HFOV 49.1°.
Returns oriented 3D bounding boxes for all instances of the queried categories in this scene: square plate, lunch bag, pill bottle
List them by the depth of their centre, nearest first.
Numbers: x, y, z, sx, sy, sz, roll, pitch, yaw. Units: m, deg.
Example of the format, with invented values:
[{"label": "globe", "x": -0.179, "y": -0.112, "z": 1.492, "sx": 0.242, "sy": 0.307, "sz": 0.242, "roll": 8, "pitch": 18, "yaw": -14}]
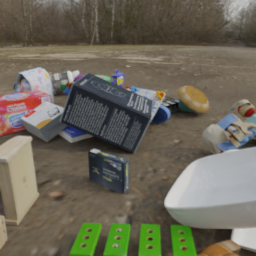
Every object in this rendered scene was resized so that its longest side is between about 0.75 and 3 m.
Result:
[{"label": "square plate", "x": 3.133, "y": 2.075, "z": 5.701, "sx": 1.828, "sy": 0.260, "sz": 1.811, "roll": 10, "pitch": 24, "yaw": 23}, {"label": "lunch bag", "x": -4.450, "y": -1.754, "z": 13.180, "sx": 1.245, "sy": 1.959, "sz": 1.661, "roll": 6, "pitch": 23, "yaw": 16}, {"label": "pill bottle", "x": -3.713, "y": -2.608, "z": 16.069, "sx": 1.981, "sy": 1.120, "sz": 1.120, "roll": -14, "pitch": 23, "yaw": -7}]

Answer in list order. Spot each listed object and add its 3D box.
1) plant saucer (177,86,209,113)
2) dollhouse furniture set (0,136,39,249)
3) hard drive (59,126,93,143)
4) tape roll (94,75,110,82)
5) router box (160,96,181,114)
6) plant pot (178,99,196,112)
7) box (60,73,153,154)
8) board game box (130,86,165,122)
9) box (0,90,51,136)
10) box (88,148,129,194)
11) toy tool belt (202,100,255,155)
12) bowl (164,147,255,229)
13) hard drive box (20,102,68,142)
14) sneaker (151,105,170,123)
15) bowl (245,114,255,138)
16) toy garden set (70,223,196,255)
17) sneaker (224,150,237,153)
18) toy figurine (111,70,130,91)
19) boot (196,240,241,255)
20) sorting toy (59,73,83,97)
[{"label": "plant saucer", "x": 3.021, "y": -1.398, "z": 12.745, "sx": 1.682, "sy": 0.298, "sz": 1.682, "roll": 18, "pitch": 41, "yaw": -16}, {"label": "dollhouse furniture set", "x": -3.555, "y": 1.240, "z": 6.001, "sx": 2.476, "sy": 1.615, "sz": 2.337, "roll": 2, "pitch": 21, "yaw": 7}, {"label": "hard drive", "x": -1.541, "y": -0.083, "z": 11.182, "sx": 2.429, "sy": 0.308, "sz": 1.603, "roll": -16, "pitch": 26, "yaw": -35}, {"label": "tape roll", "x": -2.335, "y": -2.922, "z": 18.104, "sx": 2.374, "sy": 0.571, "sz": 2.374, "roll": 1, "pitch": 21, "yaw": 0}, {"label": "router box", "x": 1.540, "y": -1.155, "z": 13.677, "sx": 1.404, "sy": 0.481, "sz": 1.883, "roll": -17, "pitch": 27, "yaw": -37}, {"label": "plant pot", "x": 2.968, "y": -1.196, "z": 13.089, "sx": 0.797, "sy": 0.994, "sz": 0.994, "roll": 19, "pitch": 28, "yaw": 40}, {"label": "box", "x": -0.646, "y": -0.594, "z": 9.706, "sx": 2.697, "sy": 1.444, "sz": 2.002, "roll": 24, "pitch": 22, "yaw": -3}, {"label": "board game box", "x": 0.419, "y": -0.901, "z": 11.708, "sx": 1.794, "sy": 0.232, "sz": 1.795, "roll": 17, "pitch": 70, "yaw": 40}, {"label": "box", "x": -4.505, "y": -0.643, "z": 11.272, "sx": 2.569, "sy": 1.281, "sz": 1.226, "roll": -18, "pitch": 28, "yaw": -38}, {"label": "box", "x": -0.514, "y": 1.109, "z": 7.302, "sx": 1.149, "sy": 0.906, "sz": 0.293, "roll": 14, "pitch": 26, "yaw": 31}, {"label": "toy tool belt", "x": 3.296, "y": 0.214, "z": 8.485, "sx": 1.208, "sy": 1.935, "sz": 1.189, "roll": 35, "pitch": 15, "yaw": -47}, {"label": "bowl", "x": 2.137, "y": 1.323, "z": 5.978, "sx": 2.277, "sy": 0.851, "sz": 2.281, "roll": -17, "pitch": 13, "yaw": 37}, {"label": "hard drive box", "x": -3.100, "y": -0.272, "z": 10.619, "sx": 1.648, "sy": 0.633, "sz": 1.284, "roll": 18, "pitch": 50, "yaw": 44}, {"label": "sneaker", "x": 0.853, "y": -0.896, "z": 12.450, "sx": 2.586, "sy": 0.907, "sz": 1.007, "roll": 16, "pitch": 32, "yaw": 36}, {"label": "bowl", "x": 4.600, "y": -0.003, "z": 9.657, "sx": 1.368, "sy": 0.716, "sz": 1.368, "roll": 22, "pitch": 3, "yaw": -1}, {"label": "toy garden set", "x": 0.073, "y": 2.299, "z": 4.712, "sx": 2.109, "sy": 0.421, "sz": 1.758, "roll": 0, "pitch": 14, "yaw": 5}, {"label": "sneaker", "x": 3.858, "y": 1.092, "z": 7.208, "sx": 2.660, "sy": 0.979, "sz": 1.569, "roll": -7, "pitch": 15, "yaw": 10}, {"label": "toy figurine", "x": -0.861, "y": -2.684, "z": 16.347, "sx": 1.236, "sy": 1.404, "sz": 2.344, "roll": 14, "pitch": 25, "yaw": 31}, {"label": "boot", "x": 1.721, "y": 2.379, "z": 4.528, "sx": 1.081, "sy": 0.534, "sz": 1.392, "roll": -10, "pitch": 21, "yaw": -29}, {"label": "sorting toy", "x": -2.494, "y": -1.938, "z": 12.719, "sx": 1.210, "sy": 0.827, "sz": 2.014, "roll": -51, "pitch": 7, "yaw": -36}]
